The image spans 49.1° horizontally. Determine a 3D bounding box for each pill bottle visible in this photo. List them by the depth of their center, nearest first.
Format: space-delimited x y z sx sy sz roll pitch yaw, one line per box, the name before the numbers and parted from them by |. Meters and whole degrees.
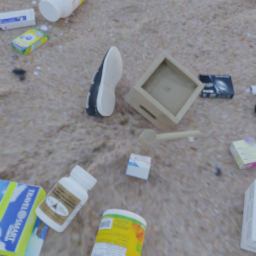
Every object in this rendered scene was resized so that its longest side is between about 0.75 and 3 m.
pill bottle | -0.307 3.099 6.613 1.130 1.130 2.034 11 55 8
pill bottle | -1.555 1.785 7.247 0.884 0.884 1.546 33 74 21
pill bottle | -2.970 -6.143 13.083 1.425 1.425 2.733 20 56 14

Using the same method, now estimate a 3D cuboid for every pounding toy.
pounding toy | 1.117 -0.499 9.074 2.488 1.295 2.831 40 69 -3

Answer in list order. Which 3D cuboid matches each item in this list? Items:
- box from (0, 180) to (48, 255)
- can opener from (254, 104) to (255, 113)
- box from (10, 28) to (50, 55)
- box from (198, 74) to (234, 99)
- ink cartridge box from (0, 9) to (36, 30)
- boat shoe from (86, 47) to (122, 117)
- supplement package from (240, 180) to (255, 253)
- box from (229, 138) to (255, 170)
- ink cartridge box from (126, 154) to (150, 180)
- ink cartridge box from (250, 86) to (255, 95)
box | -3.590 2.309 7.469 2.911 0.694 1.775 8 55 6
can opener | 4.964 -0.853 9.906 1.433 0.563 0.454 -26 50 -28
box | -4.181 -3.777 12.062 0.853 0.352 1.455 31 58 20
box | 3.272 -1.554 10.503 1.219 0.265 0.976 4 54 3
ink cartridge box | -5.286 -4.999 12.939 1.942 0.360 0.919 -11 55 -11
boat shoe | -0.857 -1.647 9.955 0.834 1.022 2.765 -5 67 32
supplement package | 3.745 2.396 7.252 1.271 0.905 1.632 14 57 11
box | 3.693 0.802 8.727 0.714 0.392 0.812 -12 56 -8
ink cartridge box | 0.312 1.117 8.228 0.626 0.361 0.858 12 17 3
ink cartridge box | 5.000 -1.390 10.461 0.753 0.148 0.374 2 54 3
